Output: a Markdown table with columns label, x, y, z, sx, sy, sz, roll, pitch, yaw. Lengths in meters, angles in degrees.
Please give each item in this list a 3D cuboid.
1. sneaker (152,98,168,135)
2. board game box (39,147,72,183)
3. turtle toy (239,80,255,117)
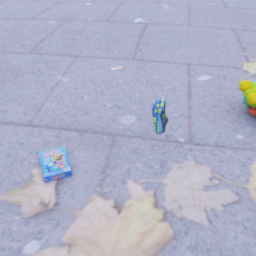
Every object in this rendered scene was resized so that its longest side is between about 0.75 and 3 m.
| label | x | y | z | sx | sy | sz | roll | pitch | yaw |
| --- | --- | --- | --- | --- | --- | --- | --- | --- | --- |
| sneaker | 1.246 | -0.449 | 10.793 | 0.498 | 1.404 | 0.582 | 2 | 1 | 39 |
| board game box | -2.736 | 1.345 | 10.498 | 1.030 | 0.305 | 1.355 | -13 | 42 | -14 |
| turtle toy | 6.163 | -1.082 | 12.507 | 2.025 | 1.404 | 2.779 | -3 | 41 | -1 |
